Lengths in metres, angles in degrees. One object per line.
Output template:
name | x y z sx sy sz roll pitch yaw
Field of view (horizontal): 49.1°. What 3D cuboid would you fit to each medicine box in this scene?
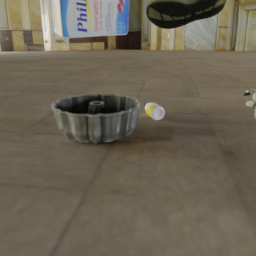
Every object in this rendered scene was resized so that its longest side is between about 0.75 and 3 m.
medicine box | -1.090 -3.638 7.996 2.032 1.851 1.046 -13 33 -25

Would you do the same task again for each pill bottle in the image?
pill bottle | 0.858 -0.583 9.334 0.467 0.467 0.834 -5 19 -14

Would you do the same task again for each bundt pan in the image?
bundt pan | -0.852 -0.263 7.725 2.417 0.907 2.417 1 20 0

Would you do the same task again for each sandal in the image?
sandal | 1.844 -3.971 9.184 2.649 1.052 0.756 -13 59 -8

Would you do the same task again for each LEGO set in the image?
LEGO set | 2.268 -0.601 4.532 0.707 0.309 1.089 9 50 14
